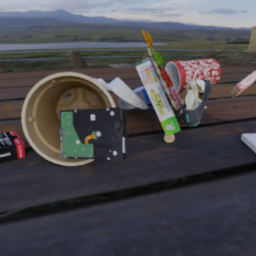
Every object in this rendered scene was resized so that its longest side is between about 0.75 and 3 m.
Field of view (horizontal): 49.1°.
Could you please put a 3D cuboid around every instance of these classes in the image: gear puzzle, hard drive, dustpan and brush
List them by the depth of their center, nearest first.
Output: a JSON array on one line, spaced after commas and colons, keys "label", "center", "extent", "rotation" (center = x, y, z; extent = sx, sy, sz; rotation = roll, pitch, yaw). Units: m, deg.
[{"label": "hard drive", "center": [-0.999, 0.171, 7.804], "extent": [2.025, 1.415, 0.383], "rotation": [-2, -1, 25]}, {"label": "hard drive", "center": [4.725, 0.666, 9.049], "extent": [1.324, 0.268, 2.007], "rotation": [-1, 20, -2]}, {"label": "gear puzzle", "center": [1.124, -1.924, 9.140], "extent": [0.372, 2.843, 1.473], "rotation": [-25, -7, 12]}, {"label": "dustpan and brush", "center": [-0.392, -1.407, 10.251], "extent": [1.624, 0.666, 2.327], "rotation": [48, 8, 37]}]

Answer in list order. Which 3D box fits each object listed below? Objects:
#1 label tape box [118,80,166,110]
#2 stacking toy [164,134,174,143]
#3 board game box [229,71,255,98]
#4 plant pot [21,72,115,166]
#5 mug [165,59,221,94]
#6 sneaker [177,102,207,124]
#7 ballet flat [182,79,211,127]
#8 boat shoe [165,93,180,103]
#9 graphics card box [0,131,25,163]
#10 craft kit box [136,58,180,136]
[{"label": "label tape box", "center": [0.417, -1.395, 12.579], "extent": [2.165, 0.716, 1.551], "rotation": [-9, 17, 46]}, {"label": "stacking toy", "center": [1.474, 0.203, 10.060], "extent": [0.359, 0.359, 0.841], "rotation": [3, 23, 7]}, {"label": "board game box", "center": [3.452, -1.278, 8.364], "extent": [0.684, 0.209, 0.903], "rotation": [-37, -11, 1]}, {"label": "plant pot", "center": [-1.700, -0.445, 9.103], "extent": [2.694, 2.694, 2.466], "rotation": [-1, 11, -2]}, {"label": "mug", "center": [2.524, -2.297, 11.219], "extent": [1.908, 1.694, 1.273], "rotation": [-12, -20, -16]}, {"label": "sneaker", "center": [2.643, -0.722, 12.269], "extent": [0.968, 0.900, 2.241], "rotation": [-16, 9, 42]}, {"label": "ballet flat", "center": [2.339, -1.119, 9.644], "extent": [0.861, 0.861, 2.356], "rotation": [9, 51, 22]}, {"label": "boat shoe", "center": [1.796, -1.577, 13.101], "extent": [1.482, 0.547, 0.548], "rotation": [27, 32, -6]}, {"label": "graphics card box", "center": [-4.389, 0.700, 8.579], "extent": [2.088, 0.531, 1.310], "rotation": [-12, 24, -32]}, {"label": "craft kit box", "center": [1.058, -1.244, 10.174], "extent": [0.622, 2.533, 2.565], "rotation": [-26, 12, 10]}]
